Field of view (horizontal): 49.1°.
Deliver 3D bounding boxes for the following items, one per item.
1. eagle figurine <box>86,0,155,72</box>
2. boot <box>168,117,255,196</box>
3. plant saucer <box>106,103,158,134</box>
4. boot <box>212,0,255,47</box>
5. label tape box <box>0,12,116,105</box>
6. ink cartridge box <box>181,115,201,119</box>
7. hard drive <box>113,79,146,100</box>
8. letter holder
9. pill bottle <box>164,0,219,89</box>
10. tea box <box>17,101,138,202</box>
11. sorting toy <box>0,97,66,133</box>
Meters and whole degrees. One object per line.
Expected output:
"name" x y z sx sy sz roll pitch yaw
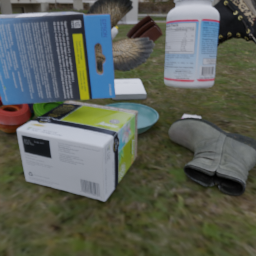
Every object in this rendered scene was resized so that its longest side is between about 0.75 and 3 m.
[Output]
"eagle figurine" -0.738 -2.849 9.186 2.033 2.022 2.679 15 -11 -35
"boot" 2.044 0.668 7.799 2.930 0.992 1.914 19 37 36
"plant saucer" -0.117 -0.292 10.274 2.428 0.436 2.428 0 25 0
"boot" 3.319 -2.947 8.908 2.010 2.670 0.977 -28 -7 35
"label tape box" -1.721 -1.668 6.687 2.732 1.970 0.865 -3 26 -2
"ink cartridge box" 2.079 -0.019 9.506 0.601 0.617 0.959 11 27 23
"hard drive" -0.031 -1.914 13.746 1.540 0.312 2.335 -2 26 -4
"letter holder" 0.547 -3.329 9.956 1.084 0.771 0.545 -36 33 22
"pill bottle" 1.690 -2.373 7.506 1.372 2.523 1.372 1 15 0
"tea box" -1.181 0.441 7.461 2.333 1.559 2.295 10 28 20
"sorting toy" -3.440 -0.403 10.044 2.822 1.159 1.696 3 39 -22
